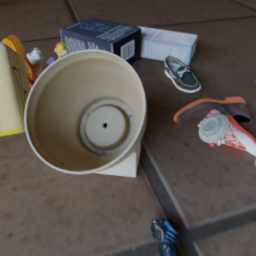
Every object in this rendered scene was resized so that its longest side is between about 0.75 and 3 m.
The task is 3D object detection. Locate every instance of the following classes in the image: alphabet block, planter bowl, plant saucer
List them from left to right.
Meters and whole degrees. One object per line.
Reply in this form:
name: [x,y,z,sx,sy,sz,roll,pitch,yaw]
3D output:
alphabet block: [-3.177,-0.666,6.189,1.783,1.816,1.773,-11,4,-5]
planter bowl: [-0.665,-0.168,5.893,2.388,1.607,2.388,-3,75,13]
plant saucer: [2.164,-0.033,7.236,0.851,0.214,0.851,-32,39,30]

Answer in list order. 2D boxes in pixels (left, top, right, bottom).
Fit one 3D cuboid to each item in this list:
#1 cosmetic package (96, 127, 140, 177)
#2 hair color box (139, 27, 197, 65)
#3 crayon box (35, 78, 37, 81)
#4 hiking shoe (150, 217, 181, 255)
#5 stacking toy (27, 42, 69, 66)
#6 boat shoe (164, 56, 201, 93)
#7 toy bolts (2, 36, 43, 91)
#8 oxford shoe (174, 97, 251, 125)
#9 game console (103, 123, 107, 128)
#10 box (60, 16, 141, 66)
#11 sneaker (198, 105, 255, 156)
cosmetic package: [-0.750,0.511,7.263,2.085,0.909,1.077,5,39,6]
hair color box: [1.486,-3.668,12.378,2.816,0.854,1.394,15,42,16]
crayon box: [-4.305,-1.672,10.146,1.992,0.514,1.253,-29,51,-28]
hiking shoe: [0.838,2.266,5.508,0.519,0.446,1.198,-10,41,-10]
stacking toy: [-1.847,-1.476,7.719,0.405,1.725,1.300,-23,10,30]
boat shoe: [1.950,-2.037,10.489,0.789,0.629,2.086,-30,44,-11]
toy bolts: [-2.926,-1.832,8.899,2.060,1.967,1.429,45,45,15]
oxford shoe: [2.570,-0.354,8.432,2.338,0.832,0.848,-11,53,-4]
game console: [-0.999,-0.553,8.109,2.676,0.415,2.367,8,24,20]
box: [-1.103,-3.448,11.639,2.689,1.439,1.996,24,45,27]
sneaker: [2.794,0.333,7.804,0.980,0.610,1.828,-41,75,3]
